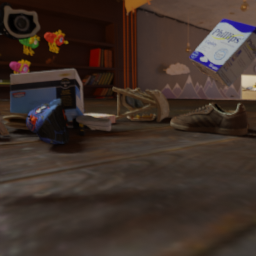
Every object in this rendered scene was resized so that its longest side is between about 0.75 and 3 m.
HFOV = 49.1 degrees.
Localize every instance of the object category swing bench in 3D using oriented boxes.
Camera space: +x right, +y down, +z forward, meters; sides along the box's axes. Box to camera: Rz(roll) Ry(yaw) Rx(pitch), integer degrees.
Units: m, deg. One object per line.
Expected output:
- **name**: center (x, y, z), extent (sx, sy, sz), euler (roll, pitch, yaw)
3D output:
- **swing bench**: center (0.685, -1.142, 13.175), extent (2.285, 1.482, 2.273), euler (3, 8, 16)

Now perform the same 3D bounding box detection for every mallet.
- **mallet**: center (-1.645, -0.026, 9.292), extent (0.623, 0.389, 1.890), euler (0, 11, -3)

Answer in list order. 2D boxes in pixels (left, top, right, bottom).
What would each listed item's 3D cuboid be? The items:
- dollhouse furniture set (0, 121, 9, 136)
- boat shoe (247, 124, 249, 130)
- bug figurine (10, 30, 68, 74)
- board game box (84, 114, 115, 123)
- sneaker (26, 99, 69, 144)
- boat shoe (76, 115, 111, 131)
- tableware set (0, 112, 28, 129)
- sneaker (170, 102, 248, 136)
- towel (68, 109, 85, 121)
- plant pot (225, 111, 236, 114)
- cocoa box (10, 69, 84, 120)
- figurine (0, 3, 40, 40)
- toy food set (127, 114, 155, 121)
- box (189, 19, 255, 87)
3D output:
- **dollhouse furniture set**: center (-4.069, 0.270, 7.593), extent (1.272, 0.728, 1.492), euler (-13, -19, -10)
- **boat shoe**: center (3.894, -0.135, 9.977), extent (0.343, 0.343, 0.928), euler (-8, 9, -12)
- **bug figurine**: center (-3.673, -2.801, 11.258), extent (2.141, 2.761, 0.710), euler (15, -6, 17)
- **board game box**: center (-1.440, -0.377, 11.679), extent (1.467, 0.340, 1.111), euler (6, 10, 38)
- **sneaker**: center (-2.253, -0.105, 7.694), extent (1.085, 1.042, 2.766), euler (-16, 13, -8)
- **boat shoe**: center (-1.181, -0.113, 9.489), extent (1.276, 0.426, 0.469), euler (10, 31, 21)
- **tableware set**: center (-4.251, -0.136, 9.202), extent (2.442, 0.489, 1.614), euler (4, -11, -10)
- **sneaker**: center (2.605, -0.363, 9.191), extent (2.602, 0.983, 0.917), euler (7, 10, 38)
- **towel**: center (-2.614, -0.533, 11.652), extent (1.248, 0.206, 1.724), euler (-30, 20, -23)
- **plant pot**: center (3.377, -0.247, 9.631), extent (0.950, 0.638, 0.950), euler (-1, 8, 0)
- **cocoa box**: center (-2.791, -1.049, 9.910), extent (2.230, 1.464, 1.487), euler (-5, -12, 1)
- **figurine**: center (-3.061, -3.206, 6.701), extent (0.875, 2.032, 1.983), euler (-22, 29, -34)
- **toy food set**: center (0.559, -0.573, 12.999), extent (1.248, 0.377, 0.896), euler (-1, 8, -8)
- **box**: center (2.225, -1.728, 6.358), extent (0.637, 1.215, 1.117), euler (35, 10, -36)
